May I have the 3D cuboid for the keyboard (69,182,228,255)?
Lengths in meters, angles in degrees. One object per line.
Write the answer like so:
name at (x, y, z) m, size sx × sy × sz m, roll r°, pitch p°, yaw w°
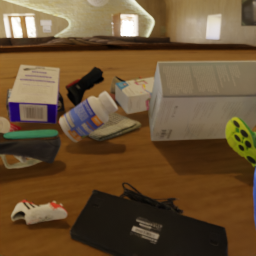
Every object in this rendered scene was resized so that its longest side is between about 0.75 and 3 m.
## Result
keyboard at (0.353, 1.615, 4.419) m, size 2.372 × 0.470 × 1.235 m, roll 11°, pitch 46°, yaw 24°

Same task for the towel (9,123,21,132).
towel at (-4.028, 0.093, 8.640) m, size 0.839 × 0.130 × 1.160 m, roll 17°, pitch 28°, yaw 33°

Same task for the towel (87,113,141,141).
towel at (-0.753, -0.140, 8.958) m, size 1.783 × 0.308 × 1.716 m, roll -19°, pitch 27°, yaw -39°

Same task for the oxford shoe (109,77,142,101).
oxford shoe at (0.554, -1.497, 11.284) m, size 2.978 × 1.114 × 1.049 m, roll 10°, pitch 9°, yaw 21°

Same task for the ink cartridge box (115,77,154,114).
ink cartridge box at (0.521, -1.185, 9.912) m, size 1.668 × 0.706 × 1.206 m, roll -11°, pitch 35°, yaw -20°

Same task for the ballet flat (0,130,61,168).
ballet flat at (-2.933, 0.470, 6.338) m, size 2.732 × 0.998 × 0.998 m, roll 4°, pitch 19°, yaw -14°

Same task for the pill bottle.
pill bottle at (-1.045, -0.329, 7.603) m, size 1.474 × 0.826 × 0.826 m, roll -34°, pitch 20°, yaw 7°

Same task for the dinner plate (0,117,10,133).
dinner plate at (-3.945, 0.015, 8.185) m, size 0.931 × 0.113 × 0.931 m, roll 0°, pitch 54°, yaw 0°

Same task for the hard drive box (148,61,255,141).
hard drive box at (2.067, -0.635, 7.442) m, size 2.833 × 2.208 × 1.088 m, roll -1°, pitch 61°, yaw -4°

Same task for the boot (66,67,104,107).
boot at (-1.619, -1.558, 10.789) m, size 1.465 × 0.666 × 1.743 m, roll -40°, pitch -1°, yaw -15°

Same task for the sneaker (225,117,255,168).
sneaker at (2.732, 0.341, 6.170) m, size 0.584 × 1.576 × 0.659 m, roll -31°, pitch 18°, yaw 50°

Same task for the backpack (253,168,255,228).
backpack at (3.031, 0.977, 3.200) m, size 2.992 × 2.431 × 2.510 m, roll -10°, pitch 12°, yaw 7°

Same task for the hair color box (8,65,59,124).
hair color box at (-3.118, -1.207, 9.594) m, size 1.418 × 0.841 × 2.594 m, roll 3°, pitch 38°, yaw -13°

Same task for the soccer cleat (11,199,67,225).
soccer cleat at (-1.505, 1.462, 4.731) m, size 0.982 × 0.337 × 0.418 m, roll 3°, pitch 30°, yaw 17°

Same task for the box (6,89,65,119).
box at (-3.736, -1.117, 11.179) m, size 2.017 × 0.614 × 2.502 m, roll -11°, pitch 23°, yaw -17°

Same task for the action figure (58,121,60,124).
action figure at (-1.497, -0.178, 8.346) m, size 1.128 × 0.559 × 0.368 m, roll -14°, pitch -11°, yaw -3°

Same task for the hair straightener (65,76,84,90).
hair straightener at (-1.914, -1.979, 11.400) m, size 1.514 × 0.310 × 0.583 m, roll -41°, pitch 21°, yaw -16°
